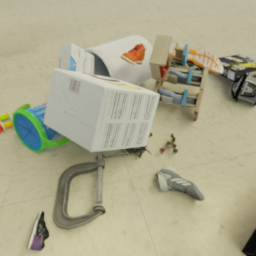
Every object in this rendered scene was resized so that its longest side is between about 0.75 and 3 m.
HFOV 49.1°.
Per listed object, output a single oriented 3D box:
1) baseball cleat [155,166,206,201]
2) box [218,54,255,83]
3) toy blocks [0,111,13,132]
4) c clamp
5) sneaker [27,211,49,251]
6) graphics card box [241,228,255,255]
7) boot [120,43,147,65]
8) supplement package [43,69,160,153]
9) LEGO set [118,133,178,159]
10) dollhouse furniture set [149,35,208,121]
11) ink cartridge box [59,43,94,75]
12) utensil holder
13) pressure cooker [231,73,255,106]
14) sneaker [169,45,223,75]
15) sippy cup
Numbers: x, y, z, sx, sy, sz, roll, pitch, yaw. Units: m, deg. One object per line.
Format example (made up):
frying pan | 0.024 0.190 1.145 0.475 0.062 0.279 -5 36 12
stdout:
baseball cleat | 1.644 1.998 9.341 0.969 0.635 1.822 -31 40 -22
box | 5.705 -3.159 14.637 2.078 0.633 2.579 -11 29 -13
toy blocks | -5.526 -0.139 11.748 1.303 0.473 1.086 -25 48 -25
c clamp | -1.267 1.923 9.226 2.453 0.389 2.872 -7 43 10
sneaker | -2.568 3.065 8.290 0.522 0.451 1.192 17 40 -12
graphics card box | 4.303 2.542 7.901 2.519 1.580 0.641 -33 52 -30
boot | 0.238 -2.866 10.676 0.578 0.826 1.541 33 25 14
supplement package | -0.893 -0.649 9.610 2.614 2.010 2.734 25 17 37
LEGO set | 0.607 0.705 10.782 2.542 0.720 1.651 17 44 5
dollhouse furniture set | 2.043 -1.873 11.387 2.112 2.997 2.100 12 76 14
ink cartridge box | -2.049 -2.603 11.269 0.606 1.448 1.050 -2 82 29
utensil holder | -0.435 -2.874 13.297 2.960 2.515 2.515 -29 49 -33
pressure cooker | 5.535 -1.766 13.012 1.377 1.230 1.211 26 58 20
sneaker | 2.966 -2.895 12.599 2.608 1.007 1.021 21 54 6
sippy cup | -3.277 -0.180 10.943 1.664 1.783 2.271 -37 95 -41
